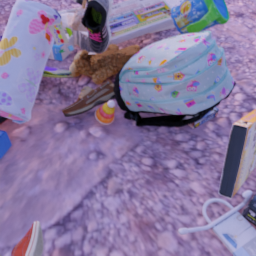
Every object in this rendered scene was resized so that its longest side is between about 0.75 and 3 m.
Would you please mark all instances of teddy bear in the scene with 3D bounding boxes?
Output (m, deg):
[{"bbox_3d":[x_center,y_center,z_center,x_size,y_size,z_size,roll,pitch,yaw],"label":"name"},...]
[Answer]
[{"bbox_3d":[-0.793,-2.155,9.502,2.534,0.846,1.837,-12,39,-2],"label":"teddy bear"}]

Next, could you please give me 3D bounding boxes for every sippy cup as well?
[{"bbox_3d":[1.963,-3.297,7.934,1.281,1.373,1.748,-23,1,37],"label":"sippy cup"}]

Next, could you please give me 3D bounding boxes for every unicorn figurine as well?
[{"bbox_3d":[-1.632,-3.447,8.864,2.681,0.990,1.842,-3,21,33],"label":"unicorn figurine"}]

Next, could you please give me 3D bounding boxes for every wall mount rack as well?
[{"bbox_3d":[2.008,2.118,5.104,1.872,0.803,2.154,-23,49,-21],"label":"wall mount rack"}]

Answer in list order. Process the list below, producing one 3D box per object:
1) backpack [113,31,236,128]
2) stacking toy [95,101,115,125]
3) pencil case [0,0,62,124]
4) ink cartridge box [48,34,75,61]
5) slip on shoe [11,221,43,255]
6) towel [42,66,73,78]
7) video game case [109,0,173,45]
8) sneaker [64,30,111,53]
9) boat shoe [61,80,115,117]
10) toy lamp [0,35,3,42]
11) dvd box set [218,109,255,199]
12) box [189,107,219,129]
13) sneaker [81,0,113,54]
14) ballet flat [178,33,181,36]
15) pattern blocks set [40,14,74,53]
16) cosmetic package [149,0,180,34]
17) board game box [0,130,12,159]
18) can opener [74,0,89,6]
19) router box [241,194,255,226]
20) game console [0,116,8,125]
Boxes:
[{"bbox_3d":[1.066,-1.231,6.945,2.402,1.822,2.878,-47,30,-18],"label":"backpack"},{"bbox_3d":[-0.538,-0.502,7.651,0.577,0.790,0.577,12,57,-20],"label":"stacking toy"},{"bbox_3d":[-2.368,-1.476,6.316,1.105,1.206,2.659,14,80,15],"label":"pencil case"},{"bbox_3d":[-3.033,-3.156,10.524,1.749,0.593,1.015,14,47,14],"label":"ink cartridge box"},{"bbox_3d":[-1.654,1.985,4.543,0.438,0.530,1.432,-7,14,-5],"label":"slip on shoe"},{"bbox_3d":[-3.081,-1.908,8.759,2.291,0.261,1.646,17,14,24],"label":"towel"},{"bbox_3d":[0.301,-4.317,10.844,2.668,0.294,2.428,-20,49,-3],"label":"video game case"},{"bbox_3d":[-1.677,-3.692,10.986,1.074,0.979,2.619,-21,57,-35],"label":"sneaker"},{"bbox_3d":[-1.110,-0.858,8.012,1.739,0.658,0.642,-27,96,-23],"label":"boat shoe"},{"bbox_3d":[-4.496,-2.360,9.613,0.730,0.730,2.507,-3,44,-3],"label":"toy lamp"},{"bbox_3d":[1.724,0.303,4.091,0.205,1.020,1.394,17,22,33],"label":"dvd box set"},{"bbox_3d":[1.786,-0.647,8.229,0.975,0.284,1.425,-26,51,-24],"label":"box"},{"bbox_3d":[-0.890,-2.741,7.600,0.697,1.889,0.826,27,52,9],"label":"sneaker"},{"bbox_3d":[1.356,-2.363,8.941,0.530,0.770,2.285,33,93,-4],"label":"ballet flat"},{"bbox_3d":[-1.421,-1.912,5.709,0.064,0.785,0.690,-12,7,42],"label":"pattern blocks set"},{"bbox_3d":[1.712,-4.988,12.136,2.502,0.891,1.269,-19,48,-18],"label":"cosmetic package"},{"bbox_3d":[-4.338,0.917,6.446,1.978,0.585,2.600,14,47,14],"label":"board game box"},{"bbox_3d":[-2.219,-4.825,9.128,2.559,0.850,0.673,15,34,-37],"label":"can opener"},{"bbox_3d":[3.282,1.791,5.659,1.519,0.472,1.138,35,54,30],"label":"router box"},{"bbox_3d":[-4.076,-1.000,6.779,2.228,1.535,2.586,18,28,5],"label":"game console"}]
